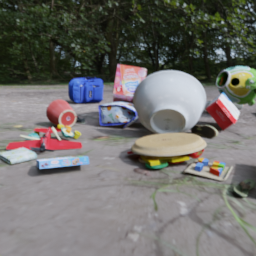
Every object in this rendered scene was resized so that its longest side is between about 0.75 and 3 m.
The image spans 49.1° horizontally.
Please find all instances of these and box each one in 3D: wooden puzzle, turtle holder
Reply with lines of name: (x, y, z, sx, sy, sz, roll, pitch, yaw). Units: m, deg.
wooden puzzle: (2.088, 1.036, 7.288, 1.077, 0.249, 0.997, 6, 14, 28)
turtle holder: (5.943, -2.203, 14.970, 1.945, 2.081, 2.739, 15, 34, -15)

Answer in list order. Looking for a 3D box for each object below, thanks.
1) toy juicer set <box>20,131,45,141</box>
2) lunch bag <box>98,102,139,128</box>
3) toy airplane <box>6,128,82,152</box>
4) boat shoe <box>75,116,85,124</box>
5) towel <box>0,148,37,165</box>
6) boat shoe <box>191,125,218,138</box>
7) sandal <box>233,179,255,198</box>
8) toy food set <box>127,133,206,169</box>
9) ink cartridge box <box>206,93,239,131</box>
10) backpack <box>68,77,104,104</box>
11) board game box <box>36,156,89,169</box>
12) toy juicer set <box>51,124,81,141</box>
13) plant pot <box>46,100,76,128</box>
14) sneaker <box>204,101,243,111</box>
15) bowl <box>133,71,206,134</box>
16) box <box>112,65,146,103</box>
toy juicer set: (-3.331, 0.409, 10.170, 0.736, 0.315, 1.157, 19, 10, 6)
lunch bag: (-0.197, -0.628, 12.895, 1.838, 1.138, 1.562, -2, 9, 22)
toy airplane: (-2.802, 0.390, 9.747, 2.492, 0.458, 2.492, 2, 12, 0)
boat shoe: (-2.470, -0.402, 13.663, 0.950, 0.315, 0.355, 11, 13, 39)
towel: (-3.265, 0.842, 8.289, 0.782, 0.220, 0.914, -16, 20, -43)
boat shoe: (3.101, 0.126, 11.097, 0.501, 0.471, 1.314, 11, 7, -31)
sandal: (2.530, 1.262, 6.096, 0.309, 0.222, 0.779, 26, 34, 34)
toy food set: (1.139, 0.597, 8.302, 2.252, 0.553, 2.275, -7, 10, -12)
ink cartridge box: (4.167, -0.706, 12.346, 0.716, 1.236, 2.128, -41, -4, 30)
backpack: (-3.123, -2.774, 20.739, 2.401, 1.951, 2.015, -6, 16, -29)
board game box: (-1.748, 0.903, 7.387, 1.223, 0.224, 0.925, -4, -3, -23)
toy juicer set: (-2.323, 0.091, 10.235, 0.802, 0.343, 1.260, 39, 16, 18)
plant pot: (-2.940, -0.565, 12.635, 1.208, 1.208, 1.069, -9, 25, -36)
sneaker: (5.567, -1.130, 16.255, 2.200, 0.833, 1.012, -5, 18, 12)
bowl: (1.494, -0.619, 10.506, 2.836, 2.836, 1.275, 2, 44, 9)
box: (0.027, -1.834, 14.184, 1.412, 1.531, 2.984, 9, -11, 0)
